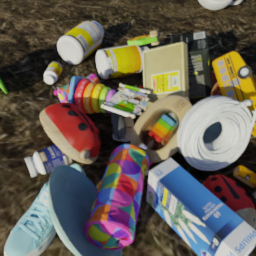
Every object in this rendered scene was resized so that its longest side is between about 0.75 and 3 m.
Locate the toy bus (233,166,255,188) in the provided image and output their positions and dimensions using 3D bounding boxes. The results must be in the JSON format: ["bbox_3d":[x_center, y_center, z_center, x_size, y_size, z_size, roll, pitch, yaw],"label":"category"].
[{"bbox_3d":[3.481,1.442,8.025,0.891,0.349,0.290,32,48,-8],"label":"toy bus"}]

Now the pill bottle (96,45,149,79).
[{"bbox_3d":[-0.171,-2.954,12.361,2.309,1.261,1.261,-15,45,-20],"label":"pill bottle"}]

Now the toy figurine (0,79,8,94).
[{"bbox_3d":[-6.555,-1.848,11.135,2.580,2.105,2.804,-29,28,-16],"label":"toy figurine"}]

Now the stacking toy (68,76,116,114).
[{"bbox_3d":[-0.825,-1.005,9.972,2.417,1.327,1.403,11,8,15],"label":"stacking toy"}]

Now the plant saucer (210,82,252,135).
[{"bbox_3d":[4.059,-0.815,9.813,2.401,0.387,2.401,1,60,-2],"label":"plant saucer"}]

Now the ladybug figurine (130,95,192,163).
[{"bbox_3d":[1.131,0.063,8.822,2.442,0.878,1.657,-48,65,7],"label":"ladybug figurine"}]

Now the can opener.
[{"bbox_3d":[-0.248,-0.673,10.198,0.785,0.984,2.942,-4,43,-4],"label":"can opener"}]

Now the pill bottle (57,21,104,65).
[{"bbox_3d":[-2.228,-4.309,13.825,1.412,1.412,2.585,17,45,18],"label":"pill bottle"}]

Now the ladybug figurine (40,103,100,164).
[{"bbox_3d":[-1.682,0.046,8.659,1.029,1.942,2.862,-50,42,5],"label":"ladybug figurine"}]

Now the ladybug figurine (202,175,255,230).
[{"bbox_3d":[2.686,1.928,7.497,1.282,0.680,1.889,-7,38,-19],"label":"ladybug figurine"}]

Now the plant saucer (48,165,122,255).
[{"bbox_3d":[-1.090,2.082,6.469,0.502,2.607,2.607,-34,44,10],"label":"plant saucer"}]

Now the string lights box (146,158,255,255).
[{"bbox_3d":[1.647,2.141,6.845,0.801,1.397,2.718,-28,49,-27],"label":"string lights box"}]

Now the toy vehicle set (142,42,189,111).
[{"bbox_3d":[1.303,-1.551,9.848,1.603,2.580,0.342,-2,-1,35],"label":"toy vehicle set"}]

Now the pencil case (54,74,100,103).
[{"bbox_3d":[-2.029,-1.580,11.369,1.810,0.800,0.800,-26,49,-28],"label":"pencil case"}]

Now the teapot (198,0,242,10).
[{"bbox_3d":[5.691,-8.848,18.341,2.714,2.009,2.750,-32,88,0],"label":"teapot"}]

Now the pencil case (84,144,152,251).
[{"bbox_3d":[-0.146,1.633,7.223,1.272,1.272,2.878,9,38,10],"label":"pencil case"}]

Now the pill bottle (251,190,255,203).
[{"bbox_3d":[3.911,1.633,7.471,0.640,1.144,0.640,34,15,-10],"label":"pill bottle"}]

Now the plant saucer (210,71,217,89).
[{"bbox_3d":[3.646,-1.903,11.843,1.544,0.249,1.544,-12,40,11],"label":"plant saucer"}]

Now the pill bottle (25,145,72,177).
[{"bbox_3d":[-2.436,0.979,8.591,1.285,0.744,0.744,-23,47,-22],"label":"pill bottle"}]

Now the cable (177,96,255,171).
[{"bbox_3d":[2.429,0.156,7.927,2.184,2.184,0.756,-2,24,-16],"label":"cable"}]

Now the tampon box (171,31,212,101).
[{"bbox_3d":[2.508,-2.373,10.988,1.354,2.144,1.607,-6,42,17],"label":"tampon box"}]

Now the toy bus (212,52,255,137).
[{"bbox_3d":[3.694,-1.055,9.061,1.097,0.912,2.803,-22,68,31],"label":"toy bus"}]

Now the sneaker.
[{"bbox_3d":[-2.115,1.996,7.177,1.053,1.167,2.849,18,46,20],"label":"sneaker"}]

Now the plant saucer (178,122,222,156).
[{"bbox_3d":[2.463,0.419,9.371,2.130,0.410,2.130,0,48,0],"label":"plant saucer"}]

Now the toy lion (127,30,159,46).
[{"bbox_3d":[0.612,-3.666,11.687,1.298,0.465,1.354,-11,24,9],"label":"toy lion"}]

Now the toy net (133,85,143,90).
[{"bbox_3d":[0.494,-1.298,10.797,1.346,0.706,0.260,3,27,-46],"label":"toy net"}]

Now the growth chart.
[{"bbox_3d":[0.004,-0.914,9.249,1.397,0.171,1.930,14,36,17],"label":"growth chart"}]

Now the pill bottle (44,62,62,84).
[{"bbox_3d":[-3.334,-2.399,12.360,0.598,0.598,1.095,4,43,5],"label":"pill bottle"}]
